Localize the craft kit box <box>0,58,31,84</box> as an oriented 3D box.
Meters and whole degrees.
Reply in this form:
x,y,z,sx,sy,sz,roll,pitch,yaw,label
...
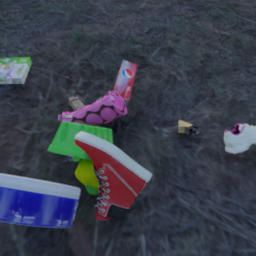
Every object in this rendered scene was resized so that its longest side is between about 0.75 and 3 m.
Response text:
x,y,z,sx,sy,sz,roll,pitch,yaw,label
-5.179,-2.476,12.116,1.614,0.396,1.634,0,45,-4,craft kit box

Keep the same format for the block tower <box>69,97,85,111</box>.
x,y,z,sx,sy,sz,roll,pitch,yaw,label
-1.777,-0.692,10.288,0.330,0.354,1.224,-24,51,-21,block tower

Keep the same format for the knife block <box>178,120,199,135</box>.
x,y,z,sx,sy,sz,roll,pitch,yaw,label
2.037,-0.003,9.456,0.667,0.243,0.759,2,24,9,knife block

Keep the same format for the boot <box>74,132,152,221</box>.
x,y,z,sx,sy,sz,roll,pitch,yaw,label
-0.651,1.294,6.874,1.709,2.368,0.858,-56,28,-11,boot

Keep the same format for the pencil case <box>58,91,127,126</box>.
x,y,z,sx,sy,sz,roll,pitch,yaw,label
-1.149,-0.464,8.975,2.119,0.993,0.962,-22,50,20,pencil case

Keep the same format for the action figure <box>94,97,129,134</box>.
x,y,z,sx,sy,sz,roll,pitch,yaw,label
-0.682,-0.639,9.839,1.070,0.919,1.800,-14,45,-33,action figure

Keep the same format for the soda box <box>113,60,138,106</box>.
x,y,z,sx,sy,sz,roll,pitch,yaw,label
-0.158,-1.674,10.656,0.650,0.589,1.857,17,56,-6,soda box

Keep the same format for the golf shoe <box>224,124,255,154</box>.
x,y,z,sx,sy,sz,roll,pitch,yaw,label
3.805,0.175,8.687,1.789,0.819,0.674,-21,9,-7,golf shoe

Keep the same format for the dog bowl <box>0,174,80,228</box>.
x,y,z,sx,sy,sz,roll,pitch,yaw,label
-2.304,1.656,6.477,2.262,2.262,0.891,7,74,7,dog bowl

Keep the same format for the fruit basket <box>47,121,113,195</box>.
x,y,z,sx,sy,sz,roll,pitch,yaw,label
-1.202,0.866,7.983,1.480,2.052,2.052,10,45,20,fruit basket
